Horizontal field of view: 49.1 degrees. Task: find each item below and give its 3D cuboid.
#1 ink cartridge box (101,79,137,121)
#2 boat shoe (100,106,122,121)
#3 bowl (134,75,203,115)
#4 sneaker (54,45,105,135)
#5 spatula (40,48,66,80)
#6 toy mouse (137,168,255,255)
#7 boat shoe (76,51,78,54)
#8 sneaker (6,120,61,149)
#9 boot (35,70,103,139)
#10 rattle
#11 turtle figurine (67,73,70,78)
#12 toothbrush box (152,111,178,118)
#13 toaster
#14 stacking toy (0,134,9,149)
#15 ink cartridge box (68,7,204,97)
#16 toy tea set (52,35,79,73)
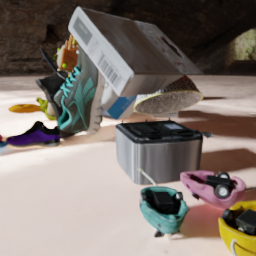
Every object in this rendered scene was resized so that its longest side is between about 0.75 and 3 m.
[{"bbox_3d":[-0.425,-1.534,9.350,2.081,1.505,1.532,44,18,6],"label":"ink cartridge box"},{"bbox_3d":[-1.239,-0.983,12.200,2.865,1.054,0.936,25,-9,23],"label":"boat shoe"},{"bbox_3d":[1.040,-1.072,7.843,1.911,0.897,1.911,-8,-14,-2],"label":"bowl"},{"bbox_3d":[-1.418,-1.010,7.886,1.313,2.879,1.117,-8,30,-27],"label":"sneaker"},{"bbox_3d":[-2.061,-1.648,8.624,0.198,1.927,0.544,-40,36,-2],"label":"spatula"},{"bbox_3d":[1.066,1.200,4.409,2.458,0.535,2.766,12,18,39],"label":"toy mouse"},{"bbox_3d":[-1.984,-3.149,11.865,0.835,0.307,0.273,40,-14,-13],"label":"boat shoe"},{"bbox_3d":[-2.755,0.151,8.196,1.564,0.778,0.544,0,15,-6],"label":"sneaker"},{"bbox_3d":[-1.857,-0.909,9.405,0.854,2.148,2.468,-15,7,26],"label":"boot"},{"bbox_3d":[-3.388,-1.831,11.431,2.024,2.833,1.845,14,10,5],"label":"rattle"},{"bbox_3d":[-1.978,-1.195,10.491,0.740,1.854,2.299,-16,-12,-24],"label":"turtle figurine"},{"bbox_3d":[1.614,-0.898,12.794,1.121,0.653,1.531,0,15,-1],"label":"toothbrush box"},{"bbox_3d":[0.696,0.462,6.328,1.627,1.068,1.799,-5,14,-18],"label":"toaster"},{"bbox_3d":[-4.023,-0.309,7.588,1.116,1.923,1.055,8,14,35],"label":"stacking toy"},{"bbox_3d":[0.296,-1.892,7.170,2.940,0.839,2.389,-7,53,-49],"label":"ink cartridge box"},{"bbox_3d":[-2.023,-2.451,9.081,0.843,1.354,2.277,9,1,-19],"label":"toy tea set"}]
